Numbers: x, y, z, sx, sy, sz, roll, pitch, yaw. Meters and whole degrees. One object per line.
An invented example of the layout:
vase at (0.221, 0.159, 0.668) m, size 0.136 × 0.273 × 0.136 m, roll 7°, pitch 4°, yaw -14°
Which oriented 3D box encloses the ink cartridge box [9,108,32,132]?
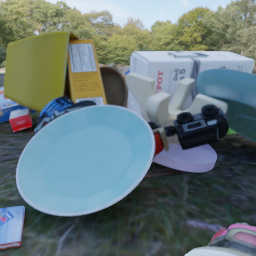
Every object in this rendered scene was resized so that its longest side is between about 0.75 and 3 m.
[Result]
ink cartridge box at (-3.102, -0.253, 8.119) m, size 0.552 × 0.319 × 0.950 m, roll -19°, pitch 26°, yaw -12°

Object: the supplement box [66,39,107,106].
supplement box at (-1.147, -1.094, 7.481) m, size 0.893 × 2.596 × 0.864 m, roll -5°, pitch -24°, yaw -14°

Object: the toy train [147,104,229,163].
toy train at (0.160, 0.324, 4.442) m, size 2.914 × 0.497 × 0.667 m, roll -17°, pitch 40°, yaw 4°

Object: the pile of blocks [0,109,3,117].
pile of blocks at (-4.525, -0.543, 8.020) m, size 2.875 × 1.180 × 0.893 m, roll 32°, pitch 17°, yaw 28°

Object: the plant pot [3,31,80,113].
plant pot at (-2.334, -1.521, 8.309) m, size 1.974 × 2.239 × 2.238 m, roll 8°, pitch 4°, yaw 10°

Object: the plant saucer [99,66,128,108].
plant saucer at (-0.711, -0.886, 8.278) m, size 1.847 × 1.847 × 0.272 m, roll 10°, pitch 1°, yaw 36°

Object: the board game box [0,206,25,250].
board game box at (-1.455, 1.166, 3.311) m, size 0.406 × 0.077 × 0.789 m, roll -3°, pitch 14°, yaw -16°

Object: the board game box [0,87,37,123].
board game box at (-4.036, -0.904, 9.615) m, size 1.684 × 0.471 × 1.649 m, roll -23°, pitch 39°, yaw -37°

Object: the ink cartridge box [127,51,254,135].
ink cartridge box at (1.504, -0.851, 7.201) m, size 2.800 × 2.037 × 1.176 m, roll -5°, pitch 27°, yaw -17°

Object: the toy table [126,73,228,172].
toy table at (0.774, -0.188, 5.313) m, size 2.100 × 1.230 × 1.930 m, roll 17°, pitch 27°, yaw 12°

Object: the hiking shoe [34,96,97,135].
hiking shoe at (-1.443, -0.370, 6.216) m, size 2.076 × 0.900 × 0.772 m, roll -16°, pitch -27°, yaw 41°

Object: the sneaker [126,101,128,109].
sneaker at (-0.503, -0.770, 8.780) m, size 1.089 × 0.819 × 2.186 m, roll 39°, pitch -22°, yaw -27°

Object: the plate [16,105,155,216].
plate at (-0.604, 0.405, 4.066) m, size 2.016 × 0.258 × 2.016 m, roll -8°, pitch 44°, yaw 7°

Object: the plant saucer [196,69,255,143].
plant saucer at (2.551, -0.123, 5.284) m, size 2.984 × 0.409 × 2.984 m, roll 30°, pitch -2°, yaw 1°

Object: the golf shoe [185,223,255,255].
golf shoe at (1.176, 1.296, 1.257) m, size 1.124 × 0.886 × 2.440 m, roll -16°, pitch 12°, yaw -37°

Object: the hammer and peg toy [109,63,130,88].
hammer and peg toy at (-0.543, -1.771, 11.241) m, size 2.947 × 1.039 × 2.167 m, roll 2°, pitch 51°, yaw 40°
